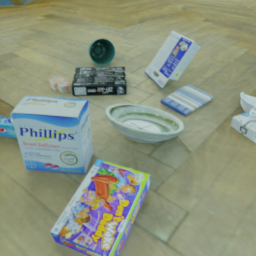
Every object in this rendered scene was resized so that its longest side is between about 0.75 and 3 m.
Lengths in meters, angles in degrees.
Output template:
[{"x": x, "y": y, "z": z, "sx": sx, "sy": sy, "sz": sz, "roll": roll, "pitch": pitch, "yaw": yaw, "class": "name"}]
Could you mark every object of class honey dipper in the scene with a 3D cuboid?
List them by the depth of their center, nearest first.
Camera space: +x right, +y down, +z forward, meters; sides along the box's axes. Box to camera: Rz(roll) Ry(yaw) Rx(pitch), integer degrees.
[{"x": 1.944, "y": 0.472, "z": 10.193, "sx": 0.234, "sy": 0.234, "sz": 1.232, "roll": -17, "pitch": 43, "yaw": -22, "class": "honey dipper"}]

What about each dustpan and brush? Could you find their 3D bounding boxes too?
[{"x": 5.376, "y": -0.842, "z": 11.417, "sx": 2.084, "sy": 0.854, "sz": 2.986, "roll": 23, "pitch": 42, "yaw": 28, "class": "dustpan and brush"}]

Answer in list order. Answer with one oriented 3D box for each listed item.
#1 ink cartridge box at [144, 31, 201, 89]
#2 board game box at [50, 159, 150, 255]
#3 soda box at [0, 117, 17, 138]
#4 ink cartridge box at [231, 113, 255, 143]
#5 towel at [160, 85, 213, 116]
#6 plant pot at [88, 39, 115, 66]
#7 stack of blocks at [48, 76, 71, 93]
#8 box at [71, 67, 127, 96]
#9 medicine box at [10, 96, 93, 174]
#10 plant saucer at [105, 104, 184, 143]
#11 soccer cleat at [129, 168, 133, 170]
[{"x": 2.092, "y": -3.340, "z": 13.855, "sx": 0.602, "sy": 2.562, "sz": 2.532, "roll": 23, "pitch": 20, "yaw": -29, "class": "ink cartridge box"}, {"x": -0.617, "y": 2.083, "z": 7.412, "sx": 1.663, "sy": 0.554, "sz": 2.473, "roll": 14, "pitch": 46, "yaw": 19, "class": "board game box"}, {"x": -4.264, "y": -0.002, "z": 10.514, "sx": 1.668, "sy": 0.566, "sz": 0.535, "roll": 6, "pitch": 37, "yaw": 9, "class": "soda box"}, {"x": 4.695, "y": -0.008, "z": 10.630, "sx": 0.773, "sy": 0.445, "sz": 1.335, "roll": -18, "pitch": 40, "yaw": -23, "class": "ink cartridge box"}, {"x": 2.618, "y": -1.254, "z": 12.521, "sx": 2.058, "sy": 0.245, "sz": 1.512, "roll": -30, "pitch": 48, "yaw": -32, "class": "towel"}, {"x": -1.590, "y": -4.313, "z": 15.768, "sx": 1.462, "sy": 1.462, "sz": 1.173, "roll": -12, "pitch": 24, "yaw": -16, "class": "plant pot"}, {"x": -3.311, "y": -2.067, "z": 13.539, "sx": 0.650, "sy": 0.331, "sz": 1.130, "roll": -24, "pitch": 43, "yaw": -29, "class": "stack of blocks"}, {"x": -1.371, "y": -2.311, "z": 13.676, "sx": 2.558, "sy": 0.557, "sz": 2.049, "roll": -2, "pitch": 36, "yaw": -3, "class": "box"}, {"x": -2.268, "y": 0.233, "z": 8.785, "sx": 2.021, "sy": 2.219, "sz": 1.142, "roll": 4, "pitch": 36, "yaw": 5, "class": "medicine box"}, {"x": 0.537, "y": -0.089, "z": 10.161, "sx": 2.868, "sy": 0.720, "sz": 2.868, "roll": 10, "pitch": 22, "yaw": -4, "class": "plant saucer"}, {"x": 0.097, "y": 1.566, "z": 8.530, "sx": 0.350, "sy": 0.305, "sz": 0.916, "roll": 26, "pitch": 25, "yaw": -22, "class": "soccer cleat"}]
